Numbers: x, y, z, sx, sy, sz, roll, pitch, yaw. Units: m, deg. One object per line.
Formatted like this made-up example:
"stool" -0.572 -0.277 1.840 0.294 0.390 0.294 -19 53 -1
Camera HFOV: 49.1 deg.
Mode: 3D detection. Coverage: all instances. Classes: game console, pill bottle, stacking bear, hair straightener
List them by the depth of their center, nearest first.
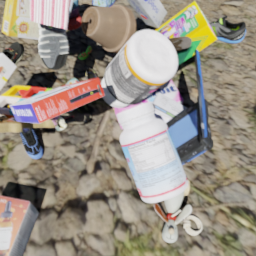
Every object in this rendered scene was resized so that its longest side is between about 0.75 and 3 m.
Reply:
"pill bottle" 0.462 0.492 5.971 1.066 1.066 1.960 -21 91 -14
"game console" 1.417 -0.498 7.732 1.670 2.409 2.823 47 27 -13
"pill bottle" 0.174 -1.620 8.555 1.569 2.696 1.569 7 72 -23
"hair straightener" -2.542 -0.144 10.890 0.991 0.203 0.381 -19 57 -13
"stacking bear" -2.785 -5.432 11.069 1.607 2.646 1.505 4 41 15

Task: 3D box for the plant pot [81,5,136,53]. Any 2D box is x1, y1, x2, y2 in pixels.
"plant pot" -0.805 -3.666 10.046 1.493 1.711 1.711 -3 45 -49

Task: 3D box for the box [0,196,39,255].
"box" -3.754 3.090 8.145 1.477 1.031 1.939 9 56 6

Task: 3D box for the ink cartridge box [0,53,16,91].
"ink cartridge box" -4.271 -1.476 8.534 1.077 0.619 1.484 -3 53 33

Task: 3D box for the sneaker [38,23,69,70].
"sneaker" -2.490 -3.347 9.280 0.971 2.588 1.495 -3 36 -8

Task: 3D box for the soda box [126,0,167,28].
"soda box" 0.622 -4.836 10.756 0.720 2.269 0.775 31 93 35

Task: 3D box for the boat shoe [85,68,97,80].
"boat shoe" -1.498 -1.932 11.976 0.534 0.451 1.497 -19 58 -13

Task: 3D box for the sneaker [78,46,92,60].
"sneaker" -2.080 -3.520 13.201 0.387 0.354 0.924 13 52 32

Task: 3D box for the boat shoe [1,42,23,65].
"boat shoe" -5.404 -3.330 12.869 0.716 0.613 1.958 6 54 7

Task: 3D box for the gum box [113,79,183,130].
"gum box" 0.750 -1.095 11.127 2.671 0.883 1.516 -15 57 -10

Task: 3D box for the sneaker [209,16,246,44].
"sneaker" 4.221 -4.861 13.540 2.915 1.208 1.033 6 55 4

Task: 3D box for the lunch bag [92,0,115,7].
"lunch bag" -1.319 -7.147 15.479 0.958 0.718 1.127 21 42 14

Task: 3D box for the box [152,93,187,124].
"box" 1.292 -0.034 10.071 1.565 0.413 2.007 29 79 -1

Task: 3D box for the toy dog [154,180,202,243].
"toy dog" 1.450 2.295 8.689 1.423 1.039 2.158 -10 56 -7

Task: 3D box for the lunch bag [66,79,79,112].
"lunch bag" -2.208 -1.313 11.272 1.010 0.485 1.259 45 56 -12

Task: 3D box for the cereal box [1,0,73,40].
"cereal box" -3.106 -3.979 9.830 0.473 1.721 2.392 33 26 27

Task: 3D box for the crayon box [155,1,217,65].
"crayon box" 1.967 -3.448 10.617 2.203 0.744 2.554 -30 34 24

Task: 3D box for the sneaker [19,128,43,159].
"sneaker" -3.651 0.348 10.260 0.608 0.675 1.734 -27 59 -18

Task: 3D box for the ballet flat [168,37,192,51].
"ballet flat" 1.233 -2.679 9.041 1.639 0.552 0.380 -11 23 -7

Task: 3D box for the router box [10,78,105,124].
"router box" -1.729 -0.642 6.671 1.659 0.451 1.848 -28 18 -32

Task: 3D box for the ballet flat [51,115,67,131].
"ballet flat" -1.910 -0.134 7.842 0.325 0.912 0.315 15 65 11

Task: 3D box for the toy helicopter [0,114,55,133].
"toy helicopter" -3.147 -0.105 7.799 2.506 0.989 1.657 -3 9 -39

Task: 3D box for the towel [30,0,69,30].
"towel" -2.164 -3.266 7.709 1.175 0.859 0.176 17 28 9

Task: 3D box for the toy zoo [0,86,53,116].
"toy zoo" -3.022 -0.785 8.078 1.860 0.190 1.220 7 42 15
